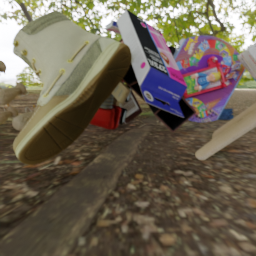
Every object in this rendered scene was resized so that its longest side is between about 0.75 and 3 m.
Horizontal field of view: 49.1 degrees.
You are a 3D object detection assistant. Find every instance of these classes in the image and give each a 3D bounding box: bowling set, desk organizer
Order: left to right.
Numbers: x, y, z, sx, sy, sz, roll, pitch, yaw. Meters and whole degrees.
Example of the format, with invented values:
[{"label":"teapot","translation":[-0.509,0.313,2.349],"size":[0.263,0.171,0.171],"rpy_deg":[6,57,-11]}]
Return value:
[{"label":"bowling set","translation":[-3.615,-0.766,7.930],"size":[1.477,2.122,1.139],"rpy_deg":[-21,15,26]},{"label":"desk organizer","translation":[0.605,-1.103,7.405],"size":[2.640,0.947,1.016],"rpy_deg":[40,15,-31]}]

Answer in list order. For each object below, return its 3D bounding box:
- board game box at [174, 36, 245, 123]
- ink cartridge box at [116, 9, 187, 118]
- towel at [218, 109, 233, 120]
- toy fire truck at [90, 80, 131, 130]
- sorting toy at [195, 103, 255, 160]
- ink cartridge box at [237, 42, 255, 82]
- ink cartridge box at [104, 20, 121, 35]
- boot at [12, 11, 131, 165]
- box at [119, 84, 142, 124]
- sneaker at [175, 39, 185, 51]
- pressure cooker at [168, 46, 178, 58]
[{"label":"board game box","translation":[2.315,-1.537,8.581],"size":[2.147,2.717,0.529],"rpy_deg":[29,3,0]},{"label":"ink cartridge box","translation":[0.524,-1.363,5.762],"size":[1.135,2.397,0.444],"rpy_deg":[17,-43,-40]},{"label":"towel","translation":[3.409,-0.605,11.551],"size":[1.678,0.407,0.937],"rpy_deg":[7,13,33]},{"label":"toy fire truck","translation":[-0.526,-0.898,8.306],"size":[1.548,2.118,2.406],"rpy_deg":[16,15,9]},{"label":"sorting toy","translation":[2.393,-0.006,6.002],"size":[1.760,0.347,1.901],"rpy_deg":[-41,-8,28]},{"label":"ink cartridge box","translation":[3.854,-1.729,7.638],"size":[0.839,1.432,1.982],"rpy_deg":[-37,-2,18]},{"label":"ink cartridge box","translation":[-0.159,-2.542,7.329],"size":[0.827,0.182,0.843],"rpy_deg":[10,5,-22]},{"label":"boot","translation":[-1.514,-0.868,5.219],"size":[2.097,2.712,0.977],"rpy_deg":[35,-11,22]},{"label":"box","translation":[-0.607,-1.008,10.921],"size":[0.923,1.233,2.462],"rpy_deg":[-36,22,-17]},{"label":"sneaker","translation":[2.048,-2.996,10.777],"size":[0.441,0.767,0.288],"rpy_deg":[25,7,-46]},{"label":"pressure cooker","translation":[1.493,-1.993,9.546],"size":[1.247,1.096,1.114],"rpy_deg":[40,7,-24]}]
